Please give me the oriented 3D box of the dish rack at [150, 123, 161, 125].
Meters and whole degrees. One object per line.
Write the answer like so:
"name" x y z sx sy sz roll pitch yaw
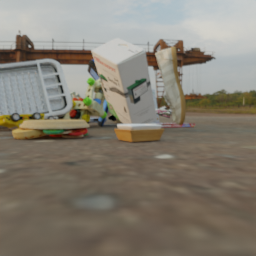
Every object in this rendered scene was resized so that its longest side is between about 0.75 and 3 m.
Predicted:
"dish rack" 0.566 -0.054 9.108 0.925 0.201 0.794 -2 3 -33

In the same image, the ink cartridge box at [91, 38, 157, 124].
"ink cartridge box" -0.094 -1.185 7.670 0.880 2.087 1.524 -29 38 -18

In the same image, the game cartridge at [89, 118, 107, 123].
"game cartridge" -2.085 -0.449 16.195 1.034 0.322 1.553 7 6 32

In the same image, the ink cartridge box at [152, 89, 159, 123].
"ink cartridge box" 0.535 -0.802 11.157 1.503 1.531 0.331 -3 -6 -38

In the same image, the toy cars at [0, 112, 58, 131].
"toy cars" -2.465 -0.071 7.090 0.977 0.482 2.179 -7 -1 1

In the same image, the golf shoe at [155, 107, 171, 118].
"golf shoe" 1.357 -0.648 10.938 0.319 0.404 0.878 13 5 -44

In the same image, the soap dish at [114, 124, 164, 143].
"soap dish" 0.203 0.089 5.280 0.764 0.310 0.601 -2 4 -32

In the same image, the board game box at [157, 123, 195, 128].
"board game box" 1.572 -0.099 10.501 1.669 0.162 0.859 -1 3 -25

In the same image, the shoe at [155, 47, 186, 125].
"shoe" 1.245 -1.204 8.270 0.615 2.302 0.805 -8 -2 1

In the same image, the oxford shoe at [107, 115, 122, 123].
"oxford shoe" -0.238 -0.527 14.033 0.701 0.672 1.900 -5 -6 -45

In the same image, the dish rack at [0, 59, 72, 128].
"dish rack" -3.380 -1.068 8.994 2.819 2.419 0.614 -11 -30 -20

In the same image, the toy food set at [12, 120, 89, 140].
"toy food set" -1.563 0.019 6.053 1.505 0.370 1.521 0 3 6

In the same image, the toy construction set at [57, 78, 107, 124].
"toy construction set" -1.754 -0.974 10.649 1.362 1.939 2.957 32 -24 -32

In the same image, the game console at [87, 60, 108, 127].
"game console" -1.356 -1.382 11.701 1.502 2.166 2.538 -42 9 -6
